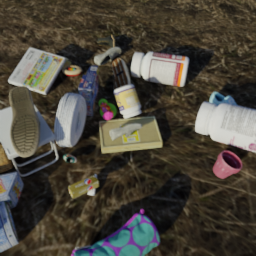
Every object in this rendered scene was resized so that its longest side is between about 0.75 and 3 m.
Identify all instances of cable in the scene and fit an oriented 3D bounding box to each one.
[{"bbox_3d":[-2.290,-0.281,11.204,0.759,2.192,2.192,10,58,2],"label":"cable"}]

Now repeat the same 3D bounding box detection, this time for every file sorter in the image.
[{"bbox_3d":[-4.022,0.417,10.987,1.708,1.533,2.461,-26,51,-23],"label":"file sorter"}]

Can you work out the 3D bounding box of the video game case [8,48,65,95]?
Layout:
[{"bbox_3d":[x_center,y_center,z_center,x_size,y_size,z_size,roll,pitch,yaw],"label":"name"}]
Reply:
[{"bbox_3d":[-4.713,-2.991,14.576,2.129,0.268,2.339,18,66,9],"label":"video game case"}]

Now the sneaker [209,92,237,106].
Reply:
[{"bbox_3d":[4.504,-0.871,12.454,0.853,0.946,2.309,-29,44,-25],"label":"sneaker"}]

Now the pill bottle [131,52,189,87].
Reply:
[{"bbox_3d":[1.622,-3.050,14.345,2.741,1.502,1.502,11,47,10],"label":"pill bottle"}]

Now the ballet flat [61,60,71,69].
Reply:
[{"bbox_3d":[-4.173,-3.514,15.374,2.095,0.740,0.740,-18,49,-16],"label":"ballet flat"}]

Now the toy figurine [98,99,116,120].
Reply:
[{"bbox_3d":[-0.945,-0.738,12.229,0.755,1.005,0.925,-30,15,5],"label":"toy figurine"}]

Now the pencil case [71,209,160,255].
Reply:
[{"bbox_3d":[-0.380,3.558,8.241,2.581,1.098,1.193,-24,80,-22],"label":"pencil case"}]

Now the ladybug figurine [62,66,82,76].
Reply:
[{"bbox_3d":[-3.015,-3.051,15.126,1.090,0.392,0.740,4,46,4],"label":"ladybug figurine"}]

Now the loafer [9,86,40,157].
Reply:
[{"bbox_3d":[-3.606,-0.189,9.975,1.023,0.923,2.704,-10,67,-6],"label":"loafer"}]

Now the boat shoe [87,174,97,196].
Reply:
[{"bbox_3d":[-1.316,2.065,10.249,0.279,0.314,0.852,5,45,0],"label":"boat shoe"}]

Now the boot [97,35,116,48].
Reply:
[{"bbox_3d":[-1.308,-5.087,17.025,1.144,0.640,1.654,-9,33,-2],"label":"boot"}]

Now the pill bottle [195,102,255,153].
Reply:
[{"bbox_3d":[4.286,-0.081,11.242,2.844,1.612,1.612,18,48,26],"label":"pill bottle"}]

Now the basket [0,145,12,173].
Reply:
[{"bbox_3d":[-5.283,1.298,10.941,1.220,0.909,0.871,-22,17,-20],"label":"basket"}]

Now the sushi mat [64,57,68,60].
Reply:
[{"bbox_3d":[-3.831,-3.852,16.145,0.367,0.046,0.767,32,54,26],"label":"sushi mat"}]

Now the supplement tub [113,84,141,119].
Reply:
[{"bbox_3d":[-0.008,-1.171,12.520,0.977,1.343,0.977,-19,4,1],"label":"supplement tub"}]

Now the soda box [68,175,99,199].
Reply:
[{"bbox_3d":[-1.514,2.002,9.540,0.989,0.316,0.335,-22,44,-26],"label":"soda box"}]

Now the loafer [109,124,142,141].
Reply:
[{"bbox_3d":[-0.073,0.167,11.487,1.380,0.483,0.482,-16,81,-4],"label":"loafer"}]

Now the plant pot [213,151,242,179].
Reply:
[{"bbox_3d":[3.601,1.421,10.370,0.889,0.796,0.889,16,42,-15],"label":"plant pot"}]

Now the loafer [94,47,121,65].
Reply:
[{"bbox_3d":[-1.096,-4.051,15.987,1.776,0.621,0.620,-34,59,-19],"label":"loafer"}]

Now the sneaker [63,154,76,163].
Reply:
[{"bbox_3d":[-2.345,1.194,10.884,0.758,0.271,0.303,8,5,44],"label":"sneaker"}]

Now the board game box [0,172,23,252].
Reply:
[{"bbox_3d":[-4.733,2.759,9.190,2.796,0.863,2.797,-23,50,-20],"label":"board game box"}]

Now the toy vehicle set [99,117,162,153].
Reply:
[{"bbox_3d":[0.059,0.264,11.964,2.517,0.334,1.564,-5,46,-5],"label":"toy vehicle set"}]

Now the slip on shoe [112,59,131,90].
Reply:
[{"bbox_3d":[-0.269,-2.391,14.226,0.935,0.745,2.459,-26,58,22],"label":"slip on shoe"}]

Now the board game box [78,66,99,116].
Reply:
[{"bbox_3d":[-1.762,-1.557,12.658,0.575,1.862,1.863,8,43,0],"label":"board game box"}]
